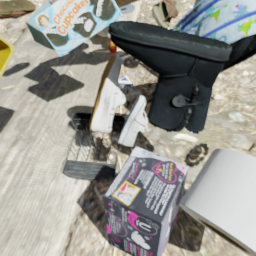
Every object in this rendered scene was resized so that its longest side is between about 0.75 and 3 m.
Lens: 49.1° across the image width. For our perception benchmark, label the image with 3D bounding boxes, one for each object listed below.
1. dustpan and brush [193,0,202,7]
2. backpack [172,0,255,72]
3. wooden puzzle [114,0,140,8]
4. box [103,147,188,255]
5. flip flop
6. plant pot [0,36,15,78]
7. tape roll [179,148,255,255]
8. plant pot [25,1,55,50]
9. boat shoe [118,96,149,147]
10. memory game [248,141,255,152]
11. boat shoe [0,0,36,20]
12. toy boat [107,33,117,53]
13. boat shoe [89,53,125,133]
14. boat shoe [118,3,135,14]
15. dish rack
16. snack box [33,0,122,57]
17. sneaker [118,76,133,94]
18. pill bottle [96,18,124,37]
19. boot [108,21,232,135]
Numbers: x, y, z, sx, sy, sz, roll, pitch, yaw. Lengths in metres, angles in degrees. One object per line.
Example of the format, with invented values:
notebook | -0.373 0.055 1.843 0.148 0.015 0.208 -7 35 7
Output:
dustpan and brush | 3.013 -2.725 7.523 0.814 1.985 2.844 -28 67 -20
backpack | 2.108 -2.092 6.282 2.072 1.953 2.540 -10 10 -19
wooden puzzle | -0.404 -4.156 7.962 2.717 0.629 2.517 -7 1 18
box | 0.386 1.642 5.693 1.180 2.056 1.359 21 49 19
flip flop | 1.401 -3.922 9.279 0.607 0.855 2.108 -18 28 45
plant pot | -3.610 -1.417 5.436 1.621 1.574 1.585 16 77 29
tape roll | 1.844 1.275 4.602 1.694 1.694 1.163 30 77 27
plant pot | -2.181 -2.843 8.171 0.976 0.956 0.958 38 74 9
boat shoe | 0.214 -0.075 5.818 0.514 1.206 0.446 21 27 -7
memory game | 2.869 0.083 5.793 0.070 1.101 1.101 41 57 18
boat shoe | -3.186 -3.319 7.877 0.461 0.433 1.282 51 43 1
toy boat | 0.190 -3.749 11.808 2.130 0.990 1.790 -10 47 -10
boat shoe | -0.381 -0.756 6.588 0.670 1.932 0.684 13 25 -14
boat shoe | -0.553 -6.379 14.670 1.747 0.645 0.745 -16 47 -18
dish rack | -0.968 0.498 7.897 1.618 0.575 2.109 4 46 5
snack box | -1.177 -2.626 6.626 1.807 1.050 0.335 -30 26 10
sneaker | -0.305 -1.611 10.122 1.118 0.452 0.646 17 44 7
pill bottle | -1.218 -4.869 12.732 1.242 1.242 2.172 -34 54 -29
boot | 0.624 -0.904 5.544 2.344 1.969 0.895 13 33 0
